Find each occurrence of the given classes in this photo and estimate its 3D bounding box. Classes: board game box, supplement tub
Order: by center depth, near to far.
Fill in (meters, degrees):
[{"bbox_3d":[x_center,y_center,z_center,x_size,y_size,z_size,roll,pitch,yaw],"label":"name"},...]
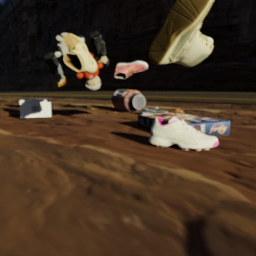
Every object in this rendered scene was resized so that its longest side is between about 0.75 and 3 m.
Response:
[{"bbox_3d":[1.763,-0.133,9.566,1.854,0.473,2.736,-4,10,-26],"label":"board game box"},{"bbox_3d":[0.048,-1.534,15.752,1.241,1.241,2.321,-5,10,-27],"label":"supplement tub"}]

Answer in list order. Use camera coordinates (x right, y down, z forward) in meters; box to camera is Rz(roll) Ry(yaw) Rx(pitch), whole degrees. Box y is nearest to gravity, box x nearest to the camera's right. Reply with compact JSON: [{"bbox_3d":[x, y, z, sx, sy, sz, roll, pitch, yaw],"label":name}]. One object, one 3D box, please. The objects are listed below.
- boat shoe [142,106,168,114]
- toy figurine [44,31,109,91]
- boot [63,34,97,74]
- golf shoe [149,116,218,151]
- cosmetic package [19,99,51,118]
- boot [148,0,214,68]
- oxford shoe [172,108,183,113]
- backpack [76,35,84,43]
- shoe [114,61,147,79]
[{"bbox_3d":[1.332,-0.842,13.902,1.370,0.464,0.491,5,11,27],"label":"boat shoe"},{"bbox_3d":[-1.909,-2.515,10.760,2.156,1.523,2.190,1,49,11],"label":"toy figurine"},{"bbox_3d":[-1.518,-2.097,7.814,0.499,1.371,1.066,-35,0,20],"label":"boot"},{"bbox_3d":[1.373,0.132,7.074,1.756,0.804,0.661,5,10,21],"label":"golf shoe"},{"bbox_3d":[-4.411,-0.943,13.354,1.357,0.837,1.361,-3,10,-17],"label":"cosmetic package"},{"bbox_3d":[1.851,-2.684,7.813,1.833,2.370,0.854,-4,53,-41],"label":"boot"},{"bbox_3d":[2.104,-0.627,12.618,0.485,0.484,1.359,7,13,30],"label":"oxford shoe"},{"bbox_3d":[-2.532,-4.181,13.595,0.849,0.654,0.808,-14,13,-37],"label":"backpack"},{"bbox_3d":[0.110,-2.677,13.213,1.582,0.720,0.565,1,-36,19],"label":"shoe"}]
